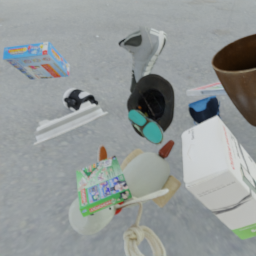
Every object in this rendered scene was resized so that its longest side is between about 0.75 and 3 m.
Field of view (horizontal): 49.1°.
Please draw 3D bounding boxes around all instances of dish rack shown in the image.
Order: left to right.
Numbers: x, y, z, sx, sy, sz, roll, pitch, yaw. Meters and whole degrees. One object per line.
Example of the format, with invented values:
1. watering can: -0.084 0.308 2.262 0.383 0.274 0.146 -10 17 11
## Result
1. dish rack: -1.387 -0.187 6.790 1.739 0.441 2.026 -24 5 -4

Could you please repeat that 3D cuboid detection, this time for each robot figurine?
1. robot figurine: -2.076 -1.105 12.102 1.596 1.199 0.996 22 64 26

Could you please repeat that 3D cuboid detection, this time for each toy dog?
1. toy dog: 0.217 0.962 5.338 1.881 1.373 2.851 28 21 2

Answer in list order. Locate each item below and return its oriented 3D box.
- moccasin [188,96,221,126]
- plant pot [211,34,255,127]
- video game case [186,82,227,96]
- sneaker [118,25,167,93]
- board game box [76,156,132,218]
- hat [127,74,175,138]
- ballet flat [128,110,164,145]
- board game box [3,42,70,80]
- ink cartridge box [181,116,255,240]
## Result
1. moccasin: 2.292 -0.430 8.583 1.024 0.868 2.546 -19 2 27
2. plant pot: 3.417 -1.089 7.327 1.957 2.094 1.957 -20 31 13
3. video game case: 3.745 -1.465 10.000 1.966 0.240 2.750 -18 14 -31
4. sneaker: 0.230 -2.497 10.079 1.477 2.557 0.959 23 32 -6
5. board game box: -0.401 0.819 4.171 0.711 0.154 1.056 -22 23 -4
6. hat: 0.788 -0.578 7.698 0.717 1.778 1.778 -6 33 -42
7. ballet flat: 0.335 0.007 4.725 0.328 0.328 0.883 -21 49 -25
8. board game box: -2.648 -1.924 8.274 1.381 1.410 0.394 -4 75 11
9. ink cartridge box: 2.128 1.066 5.942 0.910 2.167 1.577 -31 30 29
